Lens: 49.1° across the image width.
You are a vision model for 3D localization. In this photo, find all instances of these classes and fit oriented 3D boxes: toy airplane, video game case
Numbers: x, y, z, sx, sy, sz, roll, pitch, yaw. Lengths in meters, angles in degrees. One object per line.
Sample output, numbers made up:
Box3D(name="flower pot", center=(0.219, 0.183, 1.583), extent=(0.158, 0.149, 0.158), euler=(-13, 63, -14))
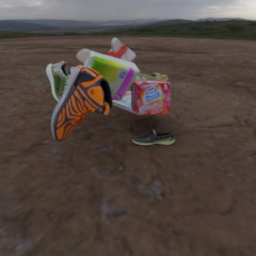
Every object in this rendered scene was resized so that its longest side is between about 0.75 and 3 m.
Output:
Box3D(name="toy airplane", center=(-0.837, -2.072, 10.948), extent=(2.775, 2.763, 1.958), euler=(-12, 66, -24))
Box3D(name="video game case", center=(0.210, -1.303, 13.812), extent=(1.789, 0.218, 2.502), euler=(-18, 30, -36))

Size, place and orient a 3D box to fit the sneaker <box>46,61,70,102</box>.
Box3D(name="sneaker", center=(-2.461, -1.691, 10.809), extent=(0.907, 2.047, 0.787), euler=(-24, -6, 20))

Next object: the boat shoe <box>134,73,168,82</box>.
Box3D(name="boat shoe", center=(1.467, -3.204, 17.590), extent=(2.222, 0.699, 0.810), euler=(-5, 24, -10))

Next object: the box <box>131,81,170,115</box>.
Box3D(name="box", center=(0.792, -1.214, 10.865), extent=(1.222, 1.170, 2.451), euler=(-1, 10, -4))

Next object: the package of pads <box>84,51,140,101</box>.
Box3D(name="package of pads", center=(-0.720, -1.638, 9.279), extent=(1.805, 1.394, 0.615), euler=(7, 42, -38))

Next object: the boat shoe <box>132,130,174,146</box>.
Box3D(name="boat shoe", center=(0.885, 0.305, 9.762), extent=(1.480, 0.480, 0.542), euler=(-2, 23, -4))

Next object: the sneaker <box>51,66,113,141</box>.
Box3D(name="sneaker", center=(-1.348, -0.485, 8.374), extent=(1.389, 2.480, 0.962), euler=(28, 20, 12))
